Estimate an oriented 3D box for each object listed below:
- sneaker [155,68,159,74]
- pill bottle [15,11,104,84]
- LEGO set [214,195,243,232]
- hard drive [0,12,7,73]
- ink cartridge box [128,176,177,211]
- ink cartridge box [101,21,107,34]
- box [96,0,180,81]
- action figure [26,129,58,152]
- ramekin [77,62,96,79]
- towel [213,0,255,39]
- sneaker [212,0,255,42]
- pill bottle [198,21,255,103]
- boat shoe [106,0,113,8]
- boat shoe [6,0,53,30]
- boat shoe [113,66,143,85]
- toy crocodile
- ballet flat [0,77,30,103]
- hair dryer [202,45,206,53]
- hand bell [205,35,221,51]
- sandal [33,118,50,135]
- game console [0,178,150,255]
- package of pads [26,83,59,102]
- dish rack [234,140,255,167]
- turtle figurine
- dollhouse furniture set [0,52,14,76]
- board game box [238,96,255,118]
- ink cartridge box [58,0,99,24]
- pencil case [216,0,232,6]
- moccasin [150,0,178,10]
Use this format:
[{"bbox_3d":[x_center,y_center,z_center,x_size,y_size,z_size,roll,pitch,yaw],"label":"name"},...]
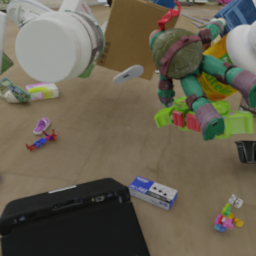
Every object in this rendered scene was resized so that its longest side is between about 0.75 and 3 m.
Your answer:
[{"bbox_3d":[1.622,-3.597,15.289,0.572,0.873,1.512,-8,31,-13],"label":"sneaker"},{"bbox_3d":[-1.547,-2.038,6.902,1.542,1.542,2.727,3,23,6],"label":"pill bottle"},{"bbox_3d":[2.302,2.010,6.207,0.470,0.437,1.144,24,32,30],"label":"LEGO set"},{"bbox_3d":[-3.470,-1.877,6.735,1.311,1.989,0.261,31,27,28],"label":"hard drive"},{"bbox_3d":[0.602,1.618,7.015,1.130,0.250,0.531,16,33,26],"label":"ink cartridge box"},{"bbox_3d":[-0.211,-3.283,11.116,1.801,0.532,2.250,-44,83,-4],"label":"ink cartridge box"},{"bbox_3d":[0.242,-3.015,9.650,2.176,2.661,0.283,14,41,-11],"label":"box"},{"bbox_3d":[-2.745,0.292,9.040,0.356,0.539,1.090,25,36,35],"label":"action figure"},{"bbox_3d":[-1.598,-2.197,9.113,1.132,0.553,1.132,28,34,-21],"label":"ramekin"},{"bbox_3d":[2.950,-2.969,7.575,1.672,0.933,0.406,-44,15,-30],"label":"towel"},{"bbox_3d":[3.644,-3.386,10.306,1.069,2.842,1.258,12,51,-14],"label":"sneaker"},{"bbox_3d":[2.374,-1.453,6.175,1.206,1.206,2.172,-20,-8,-30],"label":"pill bottle"},{"bbox_3d":[-0.708,-5.071,10.458,0.495,1.301,0.466,-32,7,-31],"label":"boat shoe"},{"bbox_3d":[-2.995,-3.197,8.782,2.848,1.052,1.214,28,46,16],"label":"boat shoe"},{"bbox_3d":[-0.010,-1.662,8.765,1.015,0.360,0.354,-31,23,-10],"label":"boat shoe"},{"bbox_3d":[1.685,-0.193,6.529,2.365,0.798,0.730,12,36,40],"label":"toy crocodile"},{"bbox_3d":[-4.981,-1.471,11.958,0.864,0.864,2.328,-22,35,-33],"label":"ballet flat"},{"bbox_3d":[1.949,-1.812,7.536,2.026,0.550,1.543,1,-13,-24],"label":"hair dryer"},{"bbox_3d":[2.423,-2.574,8.889,2.752,1.433,1.433,-1,30,-5],"label":"hand bell"},{"bbox_3d":[-3.069,-0.129,9.974,0.447,0.270,1.098,-1,30,-2],"label":"sandal"},{"bbox_3d":[-1.205,2.216,6.000,2.648,1.541,2.329,-10,2,-18],"label":"game console"},{"bbox_3d":[-3.778,-1.612,12.337,1.281,0.437,0.990,-13,33,-21],"label":"package of pads"},{"bbox_3d":[4.291,0.584,6.916,2.033,0.723,2.650,1,-8,-24],"label":"dish rack"},{"bbox_3d":[1.225,-1.265,5.753,1.479,2.199,2.937,10,37,-44],"label":"turtle figurine"},{"bbox_3d":[-3.859,-1.862,7.273,0.946,1.445,0.725,-40,27,2],"label":"dollhouse furniture set"},{"bbox_3d":[4.919,-1.117,10.657,1.024,1.285,0.622,24,38,35],"label":"board game box"},{"bbox_3d":[-2.354,-4.089,12.119,1.011,1.752,2.398,7,68,28],"label":"ink cartridge box"},{"bbox_3d":[3.549,-4.840,10.213,1.263,0.592,0.573,15,55,-20],"label":"pencil case"},{"bbox_3d":[1.102,-4.727,11.382,0.946,2.352,0.802,24,35,-30],"label":"moccasin"}]
